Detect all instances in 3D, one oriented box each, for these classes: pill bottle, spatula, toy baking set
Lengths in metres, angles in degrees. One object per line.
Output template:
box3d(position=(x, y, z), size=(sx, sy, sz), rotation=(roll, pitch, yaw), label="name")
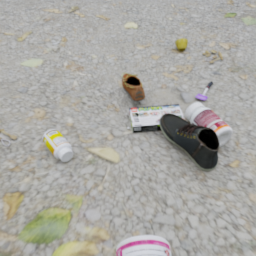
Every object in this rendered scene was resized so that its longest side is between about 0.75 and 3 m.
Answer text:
box3d(position=(-2.662, 0.694, 10.718), size=(0.738, 0.738, 1.351), rotation=(-29, 51, -26), label="pill bottle")
box3d(position=(3.813, -1.822, 13.692), size=(0.511, 0.186, 1.807), rotation=(24, 49, 21), label="spatula")
box3d(position=(4.858, -4.044, 16.003), size=(1.099, 0.167, 1.432), rotation=(-4, 44, 0), label="toy baking set")
box3d(position=(-5.302, 0.486, 11.369), size=(1.438, 0.167, 1.104), rotation=(-24, 52, -22), label="toy baking set")
box3d(position=(0.466, 4.105, 6.699), size=(1.469, 1.469, 2.591), rotation=(-2, 44, -2), label="pill bottle")
box3d(position=(3.210, -0.156, 11.374), size=(1.048, 1.048, 1.914), rotation=(-19, 47, -18), label="pill bottle")

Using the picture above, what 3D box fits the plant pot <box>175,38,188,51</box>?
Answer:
box3d(position=(3.151, -4.831, 16.459), size=(0.756, 0.756, 0.537), rotation=(-2, 76, -2), label="plant pot")

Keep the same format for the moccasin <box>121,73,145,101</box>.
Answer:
box3d(position=(0.175, -2.137, 13.295), size=(0.899, 0.949, 2.459), rotation=(-9, 30, -3), label="moccasin")

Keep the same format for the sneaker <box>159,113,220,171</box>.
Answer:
box3d(position=(2.304, 0.124, 10.442), size=(1.102, 1.566, 2.948), rotation=(-34, 59, -17), label="sneaker")

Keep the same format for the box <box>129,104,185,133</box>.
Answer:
box3d(position=(1.229, -0.425, 12.105), size=(2.258, 0.392, 1.243), rotation=(-5, 45, -5), label="box")
